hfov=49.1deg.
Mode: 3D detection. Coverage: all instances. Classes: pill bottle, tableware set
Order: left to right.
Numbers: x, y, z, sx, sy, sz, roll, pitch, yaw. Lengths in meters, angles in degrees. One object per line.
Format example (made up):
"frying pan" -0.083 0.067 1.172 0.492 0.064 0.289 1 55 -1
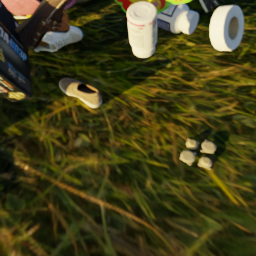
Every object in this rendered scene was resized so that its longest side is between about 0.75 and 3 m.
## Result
"pill bottle" 0.349 -2.292 6.690 0.680 1.200 0.680 -2 62 4
"pill bottle" 1.698 -4.427 11.082 2.012 1.118 1.118 31 56 24
"tableware set" 1.840 0.646 7.340 0.816 0.113 0.977 17 51 15

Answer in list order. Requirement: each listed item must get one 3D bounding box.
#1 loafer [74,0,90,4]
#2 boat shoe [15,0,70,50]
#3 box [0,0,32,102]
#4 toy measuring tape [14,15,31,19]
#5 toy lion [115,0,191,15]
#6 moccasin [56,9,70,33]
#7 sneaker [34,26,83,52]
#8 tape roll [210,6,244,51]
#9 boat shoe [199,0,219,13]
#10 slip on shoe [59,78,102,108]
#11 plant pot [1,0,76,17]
"loafer" -2.687 -6.123 12.745 2.483 0.837 0.944 -29 55 -23
"boat shoe" -1.682 -2.267 5.877 1.702 0.599 0.599 -24 19 38
"box" -2.671 -1.687 5.726 0.507 2.204 1.752 -9 78 1
"toy measuring tape" -3.964 -4.224 11.317 1.640 0.603 0.603 0 49 6
"toy lion" 0.710 -3.534 6.447 2.243 2.150 0.770 24 36 10
"moccasin" -1.898 -2.915 7.425 0.684 0.722 1.871 5 17 -7
"sneaker" -2.624 -3.247 10.409 1.921 0.735 0.776 -10 64 -6
"tape roll" 2.238 -2.241 6.330 0.335 0.956 0.956 17 47 44
"boat shoe" 2.503 -4.754 9.376 0.553 1.637 0.588 -22 18 31
"slip on shoe" -1.504 -1.210 8.686 1.673 0.507 0.636 35 57 27
"plant pot" -3.741 -5.623 10.992 2.490 2.782 2.782 -2 38 45
